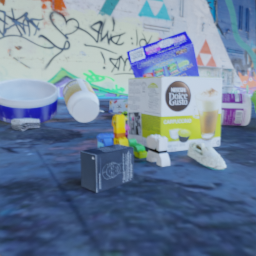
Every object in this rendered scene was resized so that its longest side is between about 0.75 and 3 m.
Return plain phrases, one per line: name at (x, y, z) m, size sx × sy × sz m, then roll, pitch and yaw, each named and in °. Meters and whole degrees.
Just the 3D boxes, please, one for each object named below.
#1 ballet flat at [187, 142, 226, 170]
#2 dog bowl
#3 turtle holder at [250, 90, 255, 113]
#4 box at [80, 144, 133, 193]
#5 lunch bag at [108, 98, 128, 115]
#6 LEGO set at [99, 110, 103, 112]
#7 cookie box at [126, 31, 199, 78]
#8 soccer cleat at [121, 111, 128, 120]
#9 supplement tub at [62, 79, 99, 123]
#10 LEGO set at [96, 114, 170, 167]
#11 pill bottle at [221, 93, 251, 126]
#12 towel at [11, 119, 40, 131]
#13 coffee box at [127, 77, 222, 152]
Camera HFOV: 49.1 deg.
ballet flat at (1.564, 0.533, 5.796) m, size 0.434 × 0.434 × 1.211 m, roll -2°, pitch 9°, yaw -16°
dog bowl at (-4.660, -1.269, 12.779) m, size 2.832 × 1.115 × 2.832 m, roll 7°, pitch 28°, yaw -3°
turtle holder at (6.138, -0.838, 10.259) m, size 1.973 × 1.844 × 2.597 m, roll -5°, pitch 9°, yaw -27°
box at (-0.325, 0.619, 4.476) m, size 0.786 × 0.584 × 0.421 m, roll -7°, pitch 10°, yaw -44°
lunch bag at (0.230, -0.969, 14.460) m, size 2.210 × 0.835 × 1.771 m, roll 5°, pitch -5°, yaw 25°
LEGO set at (-2.530, -0.926, 16.690) m, size 1.525 × 0.501 × 2.041 m, roll 2°, pitch -3°, yaw 18°
cookie box at (1.254, -1.668, 9.160) m, size 1.973 × 2.306 × 0.867 m, roll -17°, pitch 45°, yaw 9°
soccer cleat at (0.121, -0.495, 13.216) m, size 0.643 × 0.497 × 1.538 m, roll 41°, pitch -26°, yaw -29°
supplement tub at (-2.198, -1.281, 13.050) m, size 1.435 × 1.435 × 1.988 m, roll -3°, pitch 35°, yaw -22°
LEGO set at (-0.085, 0.155, 6.340) m, size 0.911 × 0.980 × 2.389 m, roll -5°, pitch 9°, yaw -26°
pill bottle at (3.768, -0.784, 11.713) m, size 2.370 × 1.331 × 1.331 m, roll 3°, pitch 8°, yaw 13°
towel at (-3.846, -0.132, 10.524) m, size 0.781 × 0.404 × 0.944 m, roll -6°, pitch 8°, yaw -45°
coffee box at (1.199, -0.473, 7.667) m, size 1.854 × 1.837 × 1.857 m, roll -4°, pitch 9°, yaw -25°
